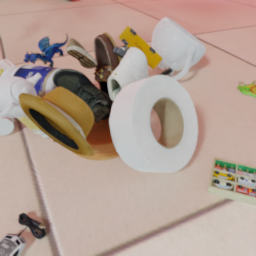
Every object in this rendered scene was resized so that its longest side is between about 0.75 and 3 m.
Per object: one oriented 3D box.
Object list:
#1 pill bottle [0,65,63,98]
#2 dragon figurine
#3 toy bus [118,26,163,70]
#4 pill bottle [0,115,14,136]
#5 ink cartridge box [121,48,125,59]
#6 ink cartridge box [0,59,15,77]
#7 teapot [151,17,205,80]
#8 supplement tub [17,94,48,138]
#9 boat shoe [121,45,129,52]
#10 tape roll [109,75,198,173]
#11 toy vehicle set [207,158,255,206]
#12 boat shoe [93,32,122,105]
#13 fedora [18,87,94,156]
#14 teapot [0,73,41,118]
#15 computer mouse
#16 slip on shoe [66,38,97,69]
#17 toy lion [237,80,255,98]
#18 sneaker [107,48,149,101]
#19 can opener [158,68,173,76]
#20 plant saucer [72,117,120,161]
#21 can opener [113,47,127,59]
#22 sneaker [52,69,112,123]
[{"bbox_3d":[-3.445,-1.555,10.675,2.784,1.611,1.611,11,37,28],"label":"pill bottle"},{"bbox_3d":[-2.627,-2.654,9.357,0.547,0.925,1.860,35,76,21],"label":"dragon figurine"},{"bbox_3d":[0.470,-3.011,10.553,1.811,0.589,0.709,38,15,-18],"label":"toy bus"},{"bbox_3d":[-4.505,-0.371,9.885,0.797,0.797,1.375,-17,40,-22],"label":"pill bottle"},{"bbox_3d":[-0.485,-2.606,11.618,0.718,1.383,0.410,0,10,2],"label":"ink cartridge box"},{"bbox_3d":[-5.624,-2.189,12.113,1.427,1.032,1.051,-26,44,-30],"label":"ink cartridge box"},{"bbox_3d":[2.145,-3.679,13.387,2.808,2.078,2.845,43,25,11],"label":"teapot"},{"bbox_3d":[-3.007,-0.428,9.248,1.020,1.403,1.020,-32,30,21],"label":"supplement tub"},{"bbox_3d":[-0.028,-4.108,14.959,2.182,0.707,0.785,17,40,21],"label":"boat shoe"},{"bbox_3d":[0.786,-0.087,7.721,2.635,2.635,0.922,-35,16,-38],"label":"tape roll"},{"bbox_3d":[3.295,1.536,7.775,1.991,0.264,1.237,12,38,15],"label":"toy vehicle set"},{"bbox_3d":[-0.706,-1.859,10.085,1.021,2.903,1.022,-30,29,-24],"label":"boat shoe"},{"bbox_3d":[-1.504,-0.240,6.678,2.256,2.256,0.920,22,65,27],"label":"fedora"},{"bbox_3d":[-3.066,-0.899,7.823,0.922,1.262,1.246,-16,-9,43],"label":"teapot"},{"bbox_3d":[-2.624,2.655,6.236,0.885,0.354,1.615,22,36,20],"label":"computer mouse"},{"bbox_3d":[-1.436,-2.294,8.781,0.527,1.387,0.420,-11,72,26],"label":"slip on shoe"},{"bbox_3d":[5.339,-1.599,11.974,1.043,0.358,1.000,-5,45,-6],"label":"toy lion"},{"bbox_3d":[0.078,-1.098,9.189,0.986,2.675,1.546,21,63,31],"label":"sneaker"},{"bbox_3d":[1.641,-2.512,12.754,0.250,0.939,0.314,32,52,-28],"label":"can opener"},{"bbox_3d":[-0.905,0.130,9.507,2.432,0.455,2.432,0,37,0],"label":"plant saucer"},{"bbox_3d":[0.120,-2.457,9.642,1.413,0.472,0.377,26,6,-44],"label":"can opener"},{"bbox_3d":[-1.323,-0.993,8.950,0.880,2.303,1.319,-45,37,10],"label":"sneaker"}]
